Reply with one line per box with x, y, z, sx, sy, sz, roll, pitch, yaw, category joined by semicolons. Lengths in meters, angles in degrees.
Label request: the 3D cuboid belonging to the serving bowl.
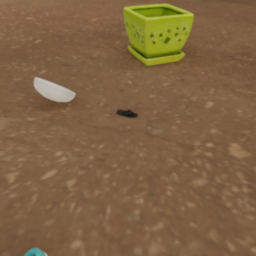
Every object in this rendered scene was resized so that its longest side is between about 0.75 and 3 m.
-2.738;-1.307;10.254;1.542;0.507;1.542;22;7;-3;serving bowl

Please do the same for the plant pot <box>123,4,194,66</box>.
1.355;-4.510;13.616;2.553;2.317;2.540;-14;37;-19;plant pot

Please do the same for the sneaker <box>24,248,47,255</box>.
-2.239;2.673;4.714;1.851;0.737;0.717;-27;43;-32;sneaker

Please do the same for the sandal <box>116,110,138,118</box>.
-0.041;-0.519;9.750;0.768;0.184;0.289;13;41;13;sandal
